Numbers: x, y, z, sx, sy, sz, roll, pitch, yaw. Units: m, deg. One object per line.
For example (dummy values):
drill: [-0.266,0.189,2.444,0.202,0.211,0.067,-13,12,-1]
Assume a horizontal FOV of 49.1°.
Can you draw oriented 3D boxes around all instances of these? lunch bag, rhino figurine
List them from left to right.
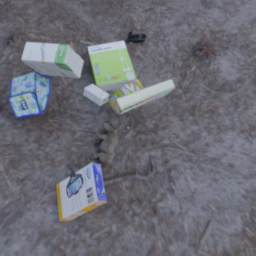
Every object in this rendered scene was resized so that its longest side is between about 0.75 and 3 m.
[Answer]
lunch bag: [-3.880,-1.229,11.031,1.386,1.039,1.630,-8,78,27]
rhino figurine: [-0.869,0.532,10.951,0.916,0.626,2.095,19,60,-7]

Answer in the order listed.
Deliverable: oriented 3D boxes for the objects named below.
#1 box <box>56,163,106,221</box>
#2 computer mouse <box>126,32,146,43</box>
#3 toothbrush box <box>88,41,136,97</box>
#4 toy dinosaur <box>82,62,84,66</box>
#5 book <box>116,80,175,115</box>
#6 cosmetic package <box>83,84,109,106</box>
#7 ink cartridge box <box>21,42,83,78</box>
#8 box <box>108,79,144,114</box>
box: [-1.529,2.125,9.348,2.235,0.464,1.331,-32,56,29]
computer mouse: [0.448,-4.497,14.045,1.013,0.267,0.701,7,62,17]
toothbrush box: [-0.738,-2.620,12.521,1.696,1.003,2.329,-13,62,-7]
toy dinosaur: [-2.327,-2.668,11.095,1.150,0.665,1.267,12,17,-10]
book: [0.547,-1.069,9.971,1.999,1.336,0.480,-23,87,-7]
cosmetic package: [-1.251,-1.292,10.939,0.898,0.364,0.507,34,43,17]
ink cartridge box: [-2.640,-2.378,9.894,1.711,1.243,0.748,7,79,17]
box: [-0.061,-1.278,11.395,1.083,1.125,0.686,-32,88,-37]
